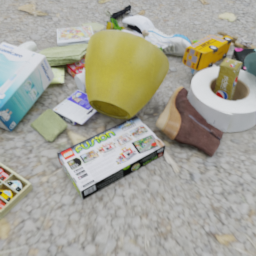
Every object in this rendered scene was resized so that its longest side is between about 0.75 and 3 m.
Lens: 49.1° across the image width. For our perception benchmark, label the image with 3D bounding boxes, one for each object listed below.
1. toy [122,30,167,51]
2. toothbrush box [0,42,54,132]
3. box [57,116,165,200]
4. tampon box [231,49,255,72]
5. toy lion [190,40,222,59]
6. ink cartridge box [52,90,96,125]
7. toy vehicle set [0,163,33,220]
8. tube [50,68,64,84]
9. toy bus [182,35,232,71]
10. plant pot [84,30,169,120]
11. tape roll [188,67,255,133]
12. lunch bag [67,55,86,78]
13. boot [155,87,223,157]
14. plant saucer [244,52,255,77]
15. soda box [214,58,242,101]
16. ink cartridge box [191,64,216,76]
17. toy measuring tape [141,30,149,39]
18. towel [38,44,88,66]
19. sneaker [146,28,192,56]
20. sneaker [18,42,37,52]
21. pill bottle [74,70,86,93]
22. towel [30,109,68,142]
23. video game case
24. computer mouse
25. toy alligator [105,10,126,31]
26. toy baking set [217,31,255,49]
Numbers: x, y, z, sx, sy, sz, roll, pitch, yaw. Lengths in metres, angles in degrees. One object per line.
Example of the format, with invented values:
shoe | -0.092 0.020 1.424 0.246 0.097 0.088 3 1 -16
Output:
toy | 0.346 -3.512 12.016 2.386 0.563 1.374 25 42 26
toothbrush box | -4.133 -1.461 9.533 1.933 1.126 2.641 20 63 17
box | -0.476 0.778 8.416 2.851 0.495 1.569 -25 51 -22
tampon box | 4.815 -2.357 11.091 1.137 0.958 1.517 1 46 1
toy lion | 3.524 -3.512 12.563 1.567 0.561 1.635 -24 50 -30
ink cartridge box | -1.711 -0.678 9.939 1.367 0.297 1.355 25 52 25
toy vehicle set | -3.842 1.594 7.805 2.011 0.267 1.249 25 51 22
tube | -3.851 -1.970 10.984 2.642 0.686 0.767 -5 87 -7
toy bus | 3.165 -3.003 10.941 0.940 0.781 2.400 31 45 26
plant pot | -0.279 -1.437 8.949 2.762 2.762 1.961 15 74 14
tape roll | 3.450 -1.057 9.874 2.623 0.917 2.623 0 46 0
lunch bag | -1.805 -2.456 11.542 1.220 0.500 1.074 -32 58 -26
boot | 2.177 -0.255 9.392 2.066 0.899 2.484 28 45 6
plant saucer | 5.175 -1.735 9.173 2.760 2.760 0.531 39 90 31
soda box | 3.387 -1.481 9.699 0.585 1.728 0.553 25 50 27
ink cartridge box | 3.065 -2.291 11.202 0.618 0.607 0.840 -10 46 -28
toy measuring tape | 0.610 -2.144 9.511 0.848 2.304 0.848 12 4 -1
towel | -2.815 -3.053 11.652 2.380 0.434 1.766 -4 30 13
sneaker | 1.591 -3.585 12.407 2.594 0.972 1.124 24 57 32
sneaker | -4.407 -2.837 11.792 1.120 0.714 1.939 34 64 25
pill bottle | -1.255 -1.961 10.798 1.472 0.834 0.834 -29 53 -25
towel | -2.628 -0.097 9.341 1.200 0.219 0.890 34 70 31
video game case | -2.527 -4.427 13.406 1.722 0.217 1.892 -9 39 -8
computer mouse | 0.327 -5.531 14.335 1.593 0.637 2.904 -30 53 -27
toy alligator | -0.651 -4.674 13.429 0.903 0.654 2.723 6 44 -34
toy baking set | 4.898 -3.535 11.918 2.012 0.305 2.621 4 26 -43
